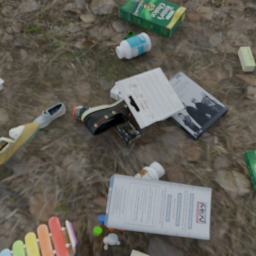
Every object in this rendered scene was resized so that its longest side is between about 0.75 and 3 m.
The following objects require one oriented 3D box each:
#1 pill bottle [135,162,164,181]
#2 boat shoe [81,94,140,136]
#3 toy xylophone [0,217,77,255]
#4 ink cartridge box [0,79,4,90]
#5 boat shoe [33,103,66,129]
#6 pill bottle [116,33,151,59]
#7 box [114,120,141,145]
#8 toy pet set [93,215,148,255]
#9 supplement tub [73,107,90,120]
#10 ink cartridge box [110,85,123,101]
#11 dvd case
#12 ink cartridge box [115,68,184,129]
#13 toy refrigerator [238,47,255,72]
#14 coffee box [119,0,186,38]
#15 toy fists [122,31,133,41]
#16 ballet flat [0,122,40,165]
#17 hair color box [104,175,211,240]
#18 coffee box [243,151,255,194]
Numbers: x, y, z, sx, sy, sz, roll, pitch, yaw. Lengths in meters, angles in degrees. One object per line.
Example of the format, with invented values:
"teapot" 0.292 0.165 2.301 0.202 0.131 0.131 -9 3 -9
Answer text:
"pill bottle" 0.635 1.710 9.403 1.178 0.674 0.674 -39 67 -20
"boat shoe" -0.269 -0.531 10.425 2.851 1.043 0.893 -23 64 -23
"toy xylophone" -2.563 3.804 8.036 2.477 0.622 1.813 -28 48 -17
"ink cartridge box" -5.560 -1.683 11.600 0.481 0.283 0.835 32 65 17
"boat shoe" -3.084 -0.513 10.792 1.431 0.509 0.499 -35 66 -18
"pill bottle" 0.212 -3.564 12.367 1.460 0.809 0.809 -25 63 -15
"box" -0.022 0.138 10.594 0.684 0.211 0.857 -32 65 -19
"toy pet set" -0.324 3.875 8.041 1.925 1.095 2.062 19 26 5
"supplement tub" -1.664 -0.530 10.798 0.843 0.517 0.517 11 60 5
"ink cartridge box" -0.153 -1.388 11.361 0.961 0.401 0.698 30 64 16
"dvd case" 2.355 -0.946 11.155 1.940 0.319 2.581 -38 67 -19
"ink cartridge box" 0.724 -1.041 10.003 2.271 0.569 1.827 -26 82 -34
"toy refrigerator" 5.212 -3.039 12.326 0.423 0.390 1.114 -1 59 0
"coffee box" 1.195 -5.596 13.663 2.841 0.625 1.747 29 64 16
"toy fists" -0.023 -4.029 12.878 0.300 0.445 0.872 32 65 3
"ballet flat" -3.927 0.458 9.549 2.158 0.680 0.741 -43 32 13
"hair color box" 0.894 2.366 8.405 2.996 0.908 1.483 10 74 -7
"coffee box" 4.715 1.538 9.696 0.983 0.352 1.599 -6 61 -4
